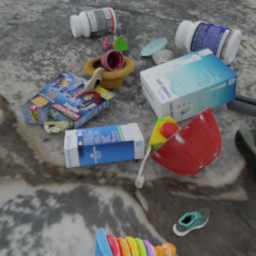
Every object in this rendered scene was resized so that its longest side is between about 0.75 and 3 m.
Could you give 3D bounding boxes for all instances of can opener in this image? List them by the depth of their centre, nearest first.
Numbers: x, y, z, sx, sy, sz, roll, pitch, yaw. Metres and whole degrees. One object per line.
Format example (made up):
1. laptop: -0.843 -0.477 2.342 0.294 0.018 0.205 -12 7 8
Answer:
1. can opener: 4.689 -0.814 9.826 0.726 0.910 2.723 -37 36 -18

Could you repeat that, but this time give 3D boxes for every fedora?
1. fedora: -0.784 -2.328 11.961 2.309 0.942 2.309 -4 36 3

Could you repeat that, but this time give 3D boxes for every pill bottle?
1. pill bottle: 3.411 -3.754 12.107 2.491 1.442 1.442 25 49 25
2. pill bottle: -1.905 -5.699 15.260 2.280 1.321 1.321 -16 46 -16

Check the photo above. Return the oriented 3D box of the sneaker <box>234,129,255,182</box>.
1. sneaker: 4.321 0.915 8.514 1.380 0.921 2.408 -5 39 -1

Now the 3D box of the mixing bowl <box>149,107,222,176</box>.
1. mixing bowl: 1.886 0.594 8.282 2.299 2.299 1.245 -34 80 -31

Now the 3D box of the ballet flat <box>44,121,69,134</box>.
1. ballet flat: -2.552 0.010 9.581 1.274 0.450 0.450 -6 36 36

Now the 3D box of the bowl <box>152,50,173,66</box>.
1. bowl: 1.611 -3.130 12.969 0.971 0.971 0.455 2 67 2

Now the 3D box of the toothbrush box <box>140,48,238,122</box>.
1. toothbrush box: 2.210 -1.590 10.615 2.938 1.253 2.151 -21 46 -7

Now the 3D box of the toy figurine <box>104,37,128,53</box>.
1. toy figurine: -0.715 -4.277 14.306 1.001 0.817 1.088 22 25 34

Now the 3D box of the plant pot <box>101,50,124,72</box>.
1. plant pot: -0.731 -2.814 11.819 0.881 0.881 0.789 -27 21 -26

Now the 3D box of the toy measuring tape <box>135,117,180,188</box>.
1. toy measuring tape: 1.073 0.695 8.508 1.063 1.063 2.890 12 46 13

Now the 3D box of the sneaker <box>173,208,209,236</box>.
1. sneaker: 1.696 2.385 7.293 1.120 0.511 0.435 -24 49 -24

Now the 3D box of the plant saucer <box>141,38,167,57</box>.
1. plant saucer: 1.313 -3.905 13.863 1.420 0.273 1.420 -23 34 17

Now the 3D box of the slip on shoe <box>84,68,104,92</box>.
1. slip on shoe: -1.167 -1.780 10.474 0.368 0.461 1.214 12 49 27

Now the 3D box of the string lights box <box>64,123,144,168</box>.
1. string lights box: -0.778 0.508 8.918 2.394 0.706 1.230 -7 27 -7

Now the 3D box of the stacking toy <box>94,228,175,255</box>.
1. stacking toy: 0.216 2.950 6.490 1.924 1.056 1.116 0 18 -19

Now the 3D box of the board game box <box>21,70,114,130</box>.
1. board game box: -2.376 -0.841 10.466 2.705 0.834 2.703 30 52 28

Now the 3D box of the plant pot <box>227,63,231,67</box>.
1. plant pot: 4.430 -3.262 13.044 0.911 0.819 0.911 21 47 19
